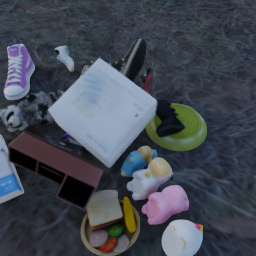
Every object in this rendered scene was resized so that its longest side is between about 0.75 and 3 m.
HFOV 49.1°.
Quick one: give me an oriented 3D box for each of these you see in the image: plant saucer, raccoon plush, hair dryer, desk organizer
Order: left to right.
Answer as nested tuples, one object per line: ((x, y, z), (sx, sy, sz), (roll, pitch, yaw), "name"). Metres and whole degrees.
((-2.986, -0.496, 8.931), (1.411, 1.019, 2.107), (-16, 5, 19), "raccoon plush")
((-1.673, 0.941, 6.283), (2.090, 0.749, 0.805), (27, 20, -5), "desk organizer")
((0.562, -1.427, 9.386), (0.384, 1.077, 1.413), (2, 69, -11), "hair dryer")
((1.514, -0.137, 8.714), (1.917, 0.298, 1.917), (1, 49, -1), "plant saucer")

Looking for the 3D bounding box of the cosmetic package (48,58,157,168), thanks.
((-0.645, -0.387, 7.643), (2.023, 1.248, 2.029), (38, 77, 12), "cosmetic package")

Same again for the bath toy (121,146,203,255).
((0.898, 1.688, 6.680), (1.017, 1.197, 2.752), (7, 38, -39), "bath toy")

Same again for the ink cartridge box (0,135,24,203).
((-3.268, 0.761, 6.823), (0.670, 1.163, 2.008), (-22, 80, -19), "ink cartridge box")

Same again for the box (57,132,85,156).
((-1.500, 0.276, 8.410), (0.780, 0.197, 1.090), (16, 50, 15), "box")

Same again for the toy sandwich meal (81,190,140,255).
((-0.438, 2.122, 6.429), (1.543, 0.528, 1.543), (-6, 42, 6), "toy sandwich meal")

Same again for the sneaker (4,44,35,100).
((-3.962, -2.071, 9.751), (0.830, 1.306, 2.291), (-6, 47, -1), "sneaker")

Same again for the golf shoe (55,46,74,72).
((-2.428, -2.587, 10.645), (0.540, 0.435, 1.111), (-18, 75, -32), "golf shoe")

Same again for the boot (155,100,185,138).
((1.001, -0.310, 8.030), (1.314, 0.486, 1.076), (-9, 60, -49), "boot")

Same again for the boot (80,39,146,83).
((-0.549, -2.156, 9.674), (1.789, 0.855, 2.369), (23, 87, 25), "boot")

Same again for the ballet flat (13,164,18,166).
((-2.917, 0.753, 7.787), (1.563, 0.580, 0.580), (-14, 50, -12), "ballet flat")
